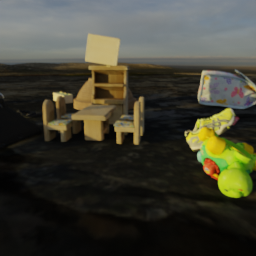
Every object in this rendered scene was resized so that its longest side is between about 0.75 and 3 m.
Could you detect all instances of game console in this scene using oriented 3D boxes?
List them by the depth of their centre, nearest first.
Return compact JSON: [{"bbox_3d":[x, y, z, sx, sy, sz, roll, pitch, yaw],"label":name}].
[{"bbox_3d":[-4.354,0.226,7.759,2.436,1.612,2.770,-27,3,22],"label":"game console"}]

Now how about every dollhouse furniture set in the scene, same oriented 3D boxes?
[{"bbox_3d":[-0.810,-0.856,8.522,2.591,1.964,2.957,2,14,8],"label":"dollhouse furniture set"}]

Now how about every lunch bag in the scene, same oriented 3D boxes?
[{"bbox_3d":[4.799,-1.871,13.278,2.744,1.744,2.327,11,17,12],"label":"lunch bag"}]

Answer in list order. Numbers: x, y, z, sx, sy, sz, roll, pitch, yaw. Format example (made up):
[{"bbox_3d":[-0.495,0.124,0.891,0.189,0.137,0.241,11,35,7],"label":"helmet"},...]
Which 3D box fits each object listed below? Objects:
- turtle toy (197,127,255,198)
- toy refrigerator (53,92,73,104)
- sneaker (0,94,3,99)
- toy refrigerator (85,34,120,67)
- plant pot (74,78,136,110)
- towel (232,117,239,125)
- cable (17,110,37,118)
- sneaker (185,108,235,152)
[{"bbox_3d":[1.771,0.635,4.980,1.120,0.777,1.537,23,16,-6],"label":"turtle toy"},{"bbox_3d":[-3.429,-1.603,14.683,0.512,0.472,1.349,-10,17,-35],"label":"toy refrigerator"},{"bbox_3d":[-7.165,-1.396,13.960,1.804,0.695,0.739,-1,44,-34],"label":"sneaker"},{"bbox_3d":[-0.778,-2.531,9.222,0.948,0.873,2.497,8,15,-5],"label":"toy refrigerator"},{"bbox_3d":[-1.091,-1.652,13.083,2.949,1.361,2.949,-1,13,0],"label":"plant pot"},{"bbox_3d":[3.529,-0.282,10.111,0.762,0.118,1.054,10,19,28],"label":"towel"},{"bbox_3d":[-3.982,-0.581,11.058,0.773,0.241,0.947,-4,14,-18],"label":"cable"},{"bbox_3d":[2.006,-0.057,6.791,1.446,0.553,0.545,-39,6,-15],"label":"sneaker"}]
